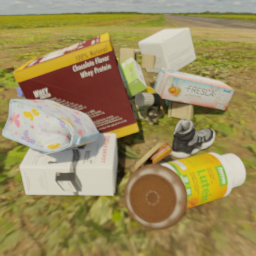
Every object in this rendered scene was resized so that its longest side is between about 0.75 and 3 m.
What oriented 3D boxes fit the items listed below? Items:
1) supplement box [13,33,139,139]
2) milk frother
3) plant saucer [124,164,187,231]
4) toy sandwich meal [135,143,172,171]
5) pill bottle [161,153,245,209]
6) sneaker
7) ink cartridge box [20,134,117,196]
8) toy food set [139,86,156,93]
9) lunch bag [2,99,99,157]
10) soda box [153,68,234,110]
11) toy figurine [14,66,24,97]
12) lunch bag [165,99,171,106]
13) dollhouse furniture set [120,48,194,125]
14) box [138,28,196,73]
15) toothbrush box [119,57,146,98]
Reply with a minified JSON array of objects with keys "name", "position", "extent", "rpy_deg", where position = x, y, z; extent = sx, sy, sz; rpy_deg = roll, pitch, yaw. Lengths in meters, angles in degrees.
[{"name":"supplement box","position":[-1.413,-1.030,8.565],"extent":[2.720,2.758,1.831],"rpy_deg":[-18,24,3]},{"name":"milk frother","position":[0.675,-0.769,9.874],"extent":[0.806,0.857,0.774],"rpy_deg":[-4,-21,-38]},{"name":"plant saucer","position":[0.527,1.451,5.838],"extent":[1.377,1.377,0.252],"rpy_deg":[10,-3,20]},{"name":"toy sandwich meal","position":[0.662,0.819,7.353],"extent":[0.396,1.157,1.157],"rpy_deg":[46,40,10]},{"name":"pill bottle","position":[1.724,1.200,6.617],"extent":[1.973,1.096,1.096],"rpy_deg":[-10,27,-21]},{"name":"sneaker","position":[2.069,0.175,8.746],"extent":[1.802,1.026,0.680],"rpy_deg":[-24,33,-29]},{"name":"ink cartridge box","position":[-1.423,0.900,7.366],"extent":[2.217,0.928,1.609],"rpy_deg":[0,29,1]},{"name":"toy food set","position":[0.638,-1.331,10.915],"extent":[1.381,0.451,0.812],"rpy_deg":[7,28,-24]},{"name":"lunch bag","position":[-1.677,0.027,6.422],"extent":[1.707,1.085,1.448],"rpy_deg":[18,10,12]},{"name":"soda box","position":[2.554,-1.498,10.907],"extent":[2.956,0.940,1.011],"rpy_deg":[8,25,-22]},{"name":"toy figurine","position":[-4.720,-1.943,12.762],"extent":[2.200,1.161,1.318],"rpy_deg":[16,48,21]},{"name":"lunch bag","position":[2.181,-1.466,12.688],"extent":[1.028,0.736,1.207],"rpy_deg":[-1,26,1]},{"name":"dollhouse furniture set","position":[0.941,-1.584,10.756],"extent":[2.954,2.612,1.642],"rpy_deg":[13,27,24]},{"name":"box","position":[1.715,-3.413,12.426],"extent":[1.699,1.456,1.691],"rpy_deg":[-33,30,-21]},{"name":"toothbrush box","position":[-0.250,-1.640,10.314],"extent":[1.603,0.690,1.167],"rpy_deg":[-29,50,19]}]
